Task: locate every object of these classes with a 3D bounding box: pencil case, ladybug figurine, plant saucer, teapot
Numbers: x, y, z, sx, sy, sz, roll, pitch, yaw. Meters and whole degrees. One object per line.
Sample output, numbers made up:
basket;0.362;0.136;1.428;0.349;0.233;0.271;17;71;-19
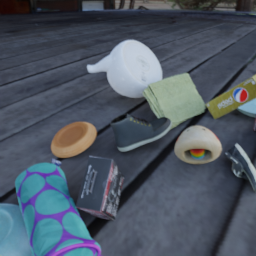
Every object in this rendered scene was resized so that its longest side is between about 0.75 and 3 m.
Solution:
pencil case;-1.372;1.649;5.269;1.135;1.045;2.456;20;15;-36
ladybug figurine;1.736;0.441;7.036;1.132;1.668;0.600;-3;64;12
plant saucer;-2.702;2.056;5.201;2.173;0.418;2.173;1;29;0
teapot;0.068;-2.043;10.822;1.720;2.355;2.325;-32;6;45
plant saucer;4.788;-0.740;10.431;1.849;0.356;1.849;0;29;0
plant saucer;-1.623;0.275;8.160;1.413;0.264;1.413;-15;37;12

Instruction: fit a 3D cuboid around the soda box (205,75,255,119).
soda box;3.640;-1.026;9.465;0.627;0.663;1.957;-27;-5;-41

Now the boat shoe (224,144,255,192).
boat shoe;2.918;1.066;7.087;0.525;0.557;1.552;-34;32;17

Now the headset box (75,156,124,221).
headset box;-0.516;1.203;5.494;0.511;1.322;0.984;6;67;14

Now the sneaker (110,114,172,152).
sneaker;0.404;-0.092;7.956;1.777;0.944;0.665;-26;25;-15

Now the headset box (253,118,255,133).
headset box;4.459;-0.155;8.448;0.629;1.212;1.629;-1;28;-3

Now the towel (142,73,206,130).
towel;1.652;-0.981;9.744;2.283;1.694;0.417;-25;-4;-34
